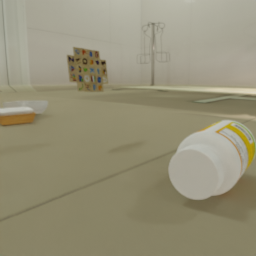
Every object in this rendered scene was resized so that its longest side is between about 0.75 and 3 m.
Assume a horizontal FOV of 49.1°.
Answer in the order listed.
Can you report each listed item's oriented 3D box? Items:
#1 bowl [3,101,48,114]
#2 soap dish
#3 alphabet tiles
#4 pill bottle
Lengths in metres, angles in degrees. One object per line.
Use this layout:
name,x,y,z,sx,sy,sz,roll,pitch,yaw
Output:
bowl,-5.644,-1.105,15.491,1.924,0.719,1.927,0,5,32
soap dish,-5.510,-0.580,13.624,1.690,0.686,1.330,-8,14,-34
alphabet tiles,-1.346,-1.967,9.594,0.056,1.473,1.770,-6,1,40
pill bottle,1.868,0.662,6.144,1.347,1.347,2.426,8,15,34
